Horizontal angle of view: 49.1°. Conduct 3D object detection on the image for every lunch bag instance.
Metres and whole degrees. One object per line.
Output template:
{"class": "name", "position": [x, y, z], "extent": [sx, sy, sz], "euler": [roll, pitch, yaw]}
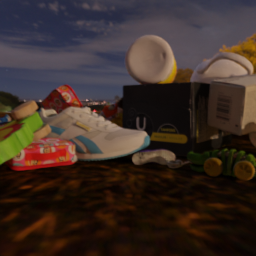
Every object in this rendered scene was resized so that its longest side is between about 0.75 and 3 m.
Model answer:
{"class": "lunch bag", "position": [-3.014, -0.834, 12.968], "extent": [2.094, 1.844, 0.858], "euler": [-24, 11, 46]}
{"class": "lunch bag", "position": [-1.549, 0.452, 5.020], "extent": [1.173, 0.481, 1.033], "euler": [-3, 5, -33]}

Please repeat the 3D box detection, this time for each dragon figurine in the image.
{"class": "dragon figurine", "position": [-3.023, 0.075, 6.004], "extent": [2.145, 0.631, 1.067], "euler": [-21, -2, 18]}

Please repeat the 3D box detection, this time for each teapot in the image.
{"class": "teapot", "position": [3.559, -1.072, 9.842], "extent": [2.187, 2.955, 2.994], "euler": [9, 16, 37]}

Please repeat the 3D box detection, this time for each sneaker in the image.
{"class": "sneaker", "position": [0.482, 0.531, 5.332], "extent": [0.803, 0.279, 0.399], "euler": [0, 4, 3]}
{"class": "sneaker", "position": [-0.853, 0.090, 5.894], "extent": [2.646, 1.069, 1.012], "euler": [2, 3, 19]}

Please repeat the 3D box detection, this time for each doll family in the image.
{"class": "doll family", "position": [-0.324, -0.166, 8.301], "extent": [1.328, 0.964, 2.139], "euler": [-30, -3, -5]}

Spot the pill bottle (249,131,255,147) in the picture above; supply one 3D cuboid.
{"class": "pill bottle", "position": [3.746, 0.125, 6.880], "extent": [1.497, 0.848, 0.848], "euler": [-3, 5, -30]}

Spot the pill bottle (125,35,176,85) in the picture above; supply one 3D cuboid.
{"class": "pill bottle", "position": [0.722, -1.721, 7.877], "extent": [1.214, 1.214, 2.223], "euler": [1, 2, 13]}

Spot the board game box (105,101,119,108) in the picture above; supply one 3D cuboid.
{"class": "board game box", "position": [-0.146, -0.499, 10.766], "extent": [1.310, 1.311, 0.404], "euler": [-9, 4, 1]}

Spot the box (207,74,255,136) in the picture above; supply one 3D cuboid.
{"class": "box", "position": [2.930, -0.644, 6.171], "extent": [2.525, 1.037, 0.863], "euler": [-12, 21, -32]}

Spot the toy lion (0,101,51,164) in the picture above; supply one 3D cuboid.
{"class": "toy lion", "position": [-2.262, 0.311, 4.413], "extent": [1.934, 0.664, 1.853], "euler": [-16, 20, 22]}

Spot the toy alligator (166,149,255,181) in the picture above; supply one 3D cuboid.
{"class": "toy alligator", "position": [1.392, 0.527, 4.504], "extent": [1.716, 0.412, 0.569], "euler": [3, 5, 33]}

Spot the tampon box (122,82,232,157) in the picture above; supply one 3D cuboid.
{"class": "tampon box", "position": [1.338, -0.272, 7.118], "extent": [1.885, 1.588, 2.515], "euler": [3, 6, 39]}
